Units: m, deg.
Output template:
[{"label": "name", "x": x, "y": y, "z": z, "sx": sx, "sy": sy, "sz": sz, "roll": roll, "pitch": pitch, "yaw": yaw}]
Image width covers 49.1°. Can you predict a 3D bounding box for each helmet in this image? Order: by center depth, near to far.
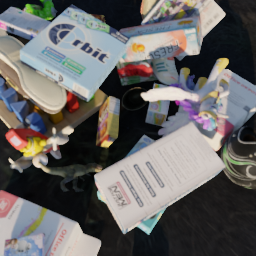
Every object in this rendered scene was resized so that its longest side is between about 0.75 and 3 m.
[{"label": "helmet", "x": 3.171, "y": 0.778, "z": 7.325, "sx": 1.520, "sy": 1.520, "sz": 1.449, "roll": -34, "pitch": 35, "yaw": -21}]

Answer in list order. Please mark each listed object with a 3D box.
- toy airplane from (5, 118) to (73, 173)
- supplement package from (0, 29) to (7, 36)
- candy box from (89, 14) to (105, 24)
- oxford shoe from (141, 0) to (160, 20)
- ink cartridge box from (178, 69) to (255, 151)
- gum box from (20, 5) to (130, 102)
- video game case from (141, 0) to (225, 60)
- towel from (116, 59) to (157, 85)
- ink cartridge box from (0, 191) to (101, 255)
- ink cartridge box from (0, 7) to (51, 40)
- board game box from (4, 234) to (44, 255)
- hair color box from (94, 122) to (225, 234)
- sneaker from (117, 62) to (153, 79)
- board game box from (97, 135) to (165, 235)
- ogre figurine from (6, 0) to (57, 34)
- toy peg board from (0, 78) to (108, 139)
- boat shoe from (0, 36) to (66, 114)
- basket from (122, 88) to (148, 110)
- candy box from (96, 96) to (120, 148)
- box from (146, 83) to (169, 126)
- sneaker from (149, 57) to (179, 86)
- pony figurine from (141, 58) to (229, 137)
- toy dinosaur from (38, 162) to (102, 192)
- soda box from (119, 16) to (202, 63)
[{"label": "toy airplane", "x": -2.325, "y": 0.570, "z": 7.432, "sx": 1.625, "sy": 1.632, "sz": 1.152, "roll": -6, "pitch": 52, "yaw": -23}, {"label": "supplement package", "x": -5.755, "y": -3.026, "z": 9.922, "sx": 2.079, "sy": 1.529, "sz": 1.988, "roll": 15, "pitch": 57, "yaw": 8}, {"label": "candy box", "x": -1.830, "y": -4.203, "z": 11.410, "sx": 1.603, "sy": 0.453, "sz": 0.935, "roll": 7, "pitch": 57, "yaw": 7}, {"label": "oxford shoe", "x": 0.925, "y": -3.831, "z": 9.952, "sx": 0.736, "sy": 2.079, "sz": 0.767, "roll": -17, "pitch": 38, "yaw": -20}, {"label": "ink cartridge box", "x": 2.847, "y": -0.613, "z": 8.627, "sx": 2.205, "sy": 0.913, "sz": 1.616, "roll": -38, "pitch": 63, "yaw": -23}, {"label": "gum box", "x": -1.419, "y": -2.246, "z": 8.084, "sx": 2.136, "sy": 0.560, "sz": 2.515, "roll": 30, "pitch": 56, "yaw": 2}, {"label": "video game case", "x": 1.806, "y": -3.624, "z": 9.307, "sx": 1.881, "sy": 2.065, "sz": 0.237, "roll": 39, "pitch": 26, "yaw": -15}, {"label": "towel", "x": 0.533, "y": -2.211, "z": 10.170, "sx": 1.849, "sy": 0.216, "sz": 1.410, "roll": -11, "pitch": 55, "yaw": -7}, {"label": "ink cartridge box", "x": -2.100, "y": 2.673, "z": 6.375, "sx": 2.631, "sy": 0.888, "sz": 1.532, "roll": 18, "pitch": 57, "yaw": 12}, {"label": "ink cartridge box", "x": -3.213, "y": -3.266, "z": 8.955, "sx": 1.648, "sy": 0.346, "sz": 0.984, "roll": 19, "pitch": 47, "yaw": 0}, {"label": "board game box", "x": -2.134, "y": 2.650, "z": 5.739, "sx": 0.794, "sy": 0.173, "sz": 0.798, "roll": -8, "pitch": 56, "yaw": -5}, {"label": "hair color box", "x": 0.738, "y": 1.146, "z": 6.722, "sx": 2.772, "sy": 0.839, "sz": 1.386, "roll": -27, "pitch": 68, "yaw": -15}, {"label": "sneaker", "x": 0.169, "y": -1.806, "z": 9.313, "sx": 0.811, "sy": 0.550, "sz": 1.404, "roll": -30, "pitch": 24, "yaw": -20}, {"label": "board game box", "x": 0.485, "y": 1.416, "z": 7.481, "sx": 1.615, "sy": 0.502, "sz": 2.139, "roll": 31, "pitch": 61, "yaw": 19}, {"label": "ogre figurine", "x": -3.854, "y": -4.401, "z": 11.148, "sx": 2.344, "sy": 1.150, "sz": 1.405, "roll": -24, "pitch": 46, "yaw": -29}, {"label": "toy peg board", "x": -2.692, "y": -1.280, "z": 8.769, "sx": 2.943, "sy": 1.445, "sz": 2.955, "roll": -39, "pitch": 64, "yaw": -24}, {"label": "boat shoe", "x": -2.866, "y": -1.416, "z": 8.054, "sx": 2.985, "sy": 0.889, "sz": 1.072, "roll": 44, "pitch": 51, "yaw": 14}, {"label": "basket", "x": 0.242, "y": -0.965, "z": 8.803, "sx": 0.831, "sy": 0.922, "sz": 0.627, "roll": -27, "pitch": 100, "yaw": 9}, {"label": "candy box", "x": -0.600, "y": -0.175, "z": 8.345, "sx": 0.378, "sy": 0.781, "sz": 1.338, "roll": 18, "pitch": 54, "yaw": -22}, {"label": "box", "x": 0.970, "y": -0.738, "z": 8.865, "sx": 0.586, "sy": 0.650, "sz": 1.155, "roll": 13, "pitch": 57, "yaw": 3}, {"label": "sneaker", "x": 1.279, "y": -2.022, "z": 9.282, "sx": 0.621, "sy": 0.824, "sz": 1.763, "roll": 7, "pitch": 33, "yaw": -30}, {"label": "pony figurine", "x": 1.733, "y": -0.800, "z": 7.736, "sx": 2.191, "sy": 1.890, "sz": 2.270, "roll": -7, "pitch": 44, "yaw": 33}, {"label": "toy dinosaur", "x": -1.494, "y": 1.280, "z": 7.325, "sx": 1.741, "sy": 0.413, "sz": 0.767, "roll": 6, "pitch": 66, "yaw": -35}, {"label": "soda box", "x": 0.962, "y": -2.828, "z": 9.090, "sx": 2.723, "sy": 0.866, "sz": 0.931, "roll": -1, "pitch": 41, "yaw": 24}]
